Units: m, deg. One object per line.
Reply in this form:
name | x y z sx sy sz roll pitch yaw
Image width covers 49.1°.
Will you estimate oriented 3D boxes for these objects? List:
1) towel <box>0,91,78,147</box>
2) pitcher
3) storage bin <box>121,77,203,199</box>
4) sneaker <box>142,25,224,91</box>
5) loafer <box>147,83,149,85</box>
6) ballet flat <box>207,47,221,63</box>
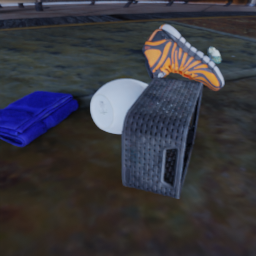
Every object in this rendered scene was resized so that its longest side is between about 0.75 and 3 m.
towel | -3.063 -0.485 8.699 1.985 0.666 2.688 14 32 21
pitcher | -0.030 -0.695 8.484 2.510 1.522 2.154 -19 9 -42
storage bin | 0.872 0.078 6.535 1.262 1.820 2.692 11 31 17
sneaker | 1.511 -1.754 8.532 2.653 1.029 1.486 43 85 9
loafer | 1.205 -1.563 10.488 1.068 0.401 0.372 -10 15 8
ballet flat | 4.558 -3.933 14.920 0.598 0.598 1.610 -2 30 -3
